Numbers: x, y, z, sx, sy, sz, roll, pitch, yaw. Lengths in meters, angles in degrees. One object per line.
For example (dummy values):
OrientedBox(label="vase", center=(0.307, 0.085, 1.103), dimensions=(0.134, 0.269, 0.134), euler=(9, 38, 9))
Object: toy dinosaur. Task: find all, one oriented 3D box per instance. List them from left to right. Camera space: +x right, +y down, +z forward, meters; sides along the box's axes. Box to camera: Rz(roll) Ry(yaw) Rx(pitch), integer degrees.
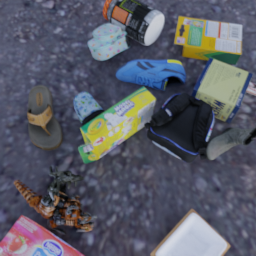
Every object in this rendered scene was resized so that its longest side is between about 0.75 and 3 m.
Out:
OrientedBox(label="toy dinosaur", center=(-2.233, 2.245, 8.735), dimensions=(2.722, 1.390, 1.847), euler=(26, 83, -18))

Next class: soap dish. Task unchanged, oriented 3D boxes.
OrientedBox(label="soap dish", center=(1.818, 3.634, 8.283), dimensions=(1.899, 0.771, 1.494), euler=(-40, 69, -19))

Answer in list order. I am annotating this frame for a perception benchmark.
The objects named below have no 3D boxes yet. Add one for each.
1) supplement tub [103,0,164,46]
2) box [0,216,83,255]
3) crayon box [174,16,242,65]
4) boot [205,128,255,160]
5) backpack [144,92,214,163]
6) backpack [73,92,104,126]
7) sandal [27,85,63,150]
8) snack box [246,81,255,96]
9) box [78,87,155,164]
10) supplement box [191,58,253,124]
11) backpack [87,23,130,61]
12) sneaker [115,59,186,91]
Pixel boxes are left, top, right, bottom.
OrientedBox(label="supplement tub", center=(0.196, -4.817, 12.313), dimensions=(2.475, 1.516, 1.516), euler=(36, 68, 17))
OrientedBox(label="box", center=(-2.186, 3.791, 7.875), dimensions=(2.685, 1.338, 1.282), euler=(28, 66, 14))
OrientedBox(label="crayon box", center=(3.446, -3.841, 12.247), dimensions=(2.797, 0.721, 1.758), euler=(11, 63, 5))
OrientedBox(label="boot", center=(3.502, 0.478, 9.487), dimensions=(1.784, 1.165, 0.604), euler=(-36, 106, -25))
OrientedBox(label="backpack", center=(1.900, -0.062, 9.719), dimensions=(2.216, 1.707, 2.111), euler=(33, 69, 6))
OrientedBox(label="backpack", center=(-1.557, -0.757, 10.616), dimensions=(1.010, 0.952, 1.239), euler=(-29, 51, -7))
OrientedBox(label="sandal", center=(-3.206, -0.516, 10.446), dimensions=(1.204, 0.804, 2.947), euler=(-11, 63, -6))
OrientedBox(label="snack box", center=(4.685, -1.782, 11.471), dimensions=(1.431, 0.174, 0.514), euler=(24, 65, 12))
OrientedBox(label="box", center=(-0.465, 0.000, 9.635), dimensions=(2.987, 1.752, 0.722), euler=(-36, 70, -17))
OrientedBox(label="supplement box", center=(3.500, -1.429, 10.721), dimensions=(1.738, 1.168, 1.739), euler=(25, 65, 12))
OrientedBox(label="backpack", center=(-0.900, -3.593, 11.793), dimensions=(1.577, 1.209, 1.386), euler=(-40, 45, -10))
OrientedBox(label="sneaker", center=(0.902, -2.051, 11.175), dimensions=(2.807, 0.925, 1.101), euler=(-3, 59, -2))
